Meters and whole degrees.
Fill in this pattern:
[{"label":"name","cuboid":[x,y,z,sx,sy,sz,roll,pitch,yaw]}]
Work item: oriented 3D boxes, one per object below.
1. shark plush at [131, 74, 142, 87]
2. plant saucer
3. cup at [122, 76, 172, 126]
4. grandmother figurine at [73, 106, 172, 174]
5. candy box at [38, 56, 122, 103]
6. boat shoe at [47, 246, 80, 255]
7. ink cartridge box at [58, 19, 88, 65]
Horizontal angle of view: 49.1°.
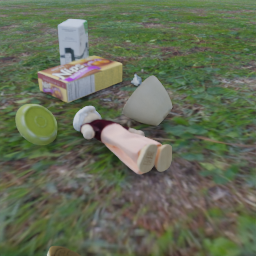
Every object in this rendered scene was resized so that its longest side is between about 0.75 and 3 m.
[{"label":"shark plush","cuboid":[0.444,-1.796,10.898,0.380,0.415,0.912,15,20,-24]},{"label":"plant saucer","cuboid":[-2.317,-0.136,7.295,0.184,1.182,1.182,-32,10,36]},{"label":"cup","cuboid":[0.676,-0.653,8.089,1.007,1.408,1.408,40,40,8]},{"label":"grandmother figurine","cuboid":[-0.422,0.183,6.957,1.806,0.902,2.978,18,6,-46]},{"label":"candy box","cuboid":[-1.743,-1.947,10.667,1.653,0.800,2.832,25,37,34]},{"label":"boat shoe","cuboid":[-0.643,2.292,3.285,0.850,0.753,2.323,31,-2,-27]},{"label":"ink cartridge box","cuboid":[-2.269,-3.380,11.874,0.864,2.081,1.525,6,32,3]}]
